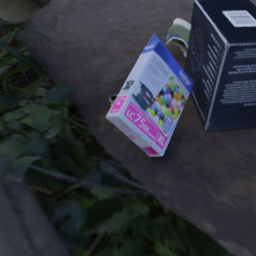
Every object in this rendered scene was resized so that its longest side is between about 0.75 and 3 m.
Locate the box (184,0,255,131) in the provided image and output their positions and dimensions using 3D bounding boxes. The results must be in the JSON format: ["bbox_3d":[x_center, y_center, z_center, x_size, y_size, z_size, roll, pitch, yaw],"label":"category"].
[{"bbox_3d":[2.683,-1.755,7.643,1.617,2.565,2.609,-3,45,-4],"label":"box"}]

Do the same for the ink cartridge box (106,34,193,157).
[{"bbox_3d":[0.725,-0.881,6.922,0.576,1.637,2.743,-6,50,49],"label":"ink cartridge box"}]

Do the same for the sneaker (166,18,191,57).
[{"bbox_3d":[2.476,-2.932,10.206,2.410,0.808,1.082,31,84,5],"label":"sneaker"}]

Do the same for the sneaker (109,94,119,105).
[{"bbox_3d":[-0.045,-0.765,7.917,1.108,0.439,0.410,0,62,26],"label":"sneaker"}]
